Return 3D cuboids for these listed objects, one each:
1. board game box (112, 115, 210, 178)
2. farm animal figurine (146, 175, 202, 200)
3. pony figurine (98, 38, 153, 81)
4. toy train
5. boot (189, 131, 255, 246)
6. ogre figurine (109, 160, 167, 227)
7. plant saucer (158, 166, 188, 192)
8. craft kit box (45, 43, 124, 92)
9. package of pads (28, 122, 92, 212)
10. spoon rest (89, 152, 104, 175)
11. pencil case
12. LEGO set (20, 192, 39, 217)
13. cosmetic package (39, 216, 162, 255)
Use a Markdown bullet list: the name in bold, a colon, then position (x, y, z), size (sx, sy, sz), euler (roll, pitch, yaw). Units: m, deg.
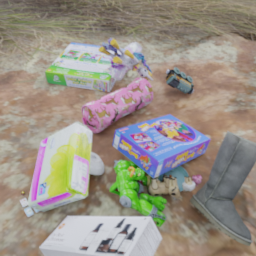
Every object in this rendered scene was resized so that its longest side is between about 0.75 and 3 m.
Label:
- **board game box**: position (1.076, 0.444, 8.734), size (2.612, 0.585, 1.756), euler (-16, 40, -42)
- **farm animal figurine**: position (1.260, 1.642, 7.575), size (1.059, 0.659, 1.311), euler (2, -8, -39)
- **pony figurine**: position (-0.112, -2.576, 10.726), size (2.089, 1.740, 2.017), euler (24, 15, -48)
- **toy train**: position (2.124, -1.874, 11.454), size (1.395, 0.594, 0.795), euler (26, 50, -25)
- **boot**: position (2.726, 1.409, 6.977), size (2.247, 0.815, 2.043), euler (-56, 43, 5)
- **ogre figurine**: position (0.257, 1.607, 7.628), size (1.278, 1.046, 2.131), euler (20, 50, -26)
- **plant saucer**: position (1.310, 1.542, 8.302), size (0.965, 0.173, 0.965), euler (-7, 49, 8)
- **craft kit box**: position (-1.812, -2.894, 12.970), size (2.967, 0.720, 2.930), euler (10, 41, 11)
- **package of pads**: position (-1.809, 1.032, 7.700), size (1.663, 0.734, 2.152), euler (-25, 48, 28)
- **spoon rest**: position (-1.431, 0.839, 8.846), size (0.980, 0.598, 1.972), euler (11, 29, -44)
- **pencil case**: position (-0.369, -0.873, 10.328), size (2.826, 1.223, 1.170), euler (-32, 66, -32)
- **LEGO set**: position (-2.685, 2.009, 7.877), size (0.637, 0.209, 0.853), euler (-23, 47, -28)
- **cosmetic package**: position (-0.665, 2.448, 5.960), size (2.579, 0.653, 1.064), euler (-14, 18, 37)
